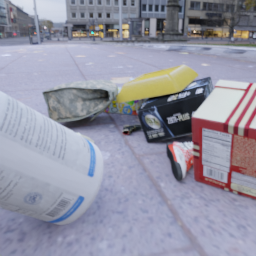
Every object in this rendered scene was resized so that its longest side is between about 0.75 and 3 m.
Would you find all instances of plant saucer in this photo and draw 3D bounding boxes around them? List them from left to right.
[{"bbox_3d":[1.133,-1.846,11.198,2.737,0.663,2.736,-7,18,31],"label":"plant saucer"}]

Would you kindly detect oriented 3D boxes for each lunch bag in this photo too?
[{"bbox_3d":[-1.718,-1.152,11.438,2.678,1.574,2.196,-8,14,7],"label":"lunch bag"}]

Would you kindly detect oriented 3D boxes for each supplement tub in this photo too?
[{"bbox_3d":[-2.089,0.585,5.378,2.921,1.927,1.927,35,-2,-37],"label":"supplement tub"}]

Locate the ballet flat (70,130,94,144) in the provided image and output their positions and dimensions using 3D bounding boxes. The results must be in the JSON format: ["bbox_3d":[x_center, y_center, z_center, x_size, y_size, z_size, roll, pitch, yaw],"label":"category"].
[{"bbox_3d":[-2.151,0.446,9.037,2.259,0.785,0.785,-12,24,-29],"label":"ballet flat"}]

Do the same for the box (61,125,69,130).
[{"bbox_3d":[-3.292,0.081,10.698,1.507,0.196,1.844,-18,28,-38],"label":"box"}]

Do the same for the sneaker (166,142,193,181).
[{"bbox_3d":[1.707,0.882,8.078,0.986,0.614,1.840,-3,19,0],"label":"sneaker"}]

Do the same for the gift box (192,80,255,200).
[{"bbox_3d":[3.023,0.285,7.370,2.393,2.593,2.421,18,43,29],"label":"gift box"}]

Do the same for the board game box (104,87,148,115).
[{"bbox_3d":[-0.130,-1.262,12.984,1.964,1.030,1.012,6,22,17],"label":"board game box"}]

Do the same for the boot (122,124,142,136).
[{"bbox_3d":[0.151,0.089,10.587,0.766,0.277,0.579,-1,22,8],"label":"boot"}]

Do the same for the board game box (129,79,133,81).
[{"bbox_3d":[1.577,-2.667,16.990,2.851,0.522,2.157,-2,16,-4],"label":"board game box"}]

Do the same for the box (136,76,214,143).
[{"bbox_3d":[1.945,-0.760,10.428,2.401,1.263,2.932,-13,16,24],"label":"box"}]
